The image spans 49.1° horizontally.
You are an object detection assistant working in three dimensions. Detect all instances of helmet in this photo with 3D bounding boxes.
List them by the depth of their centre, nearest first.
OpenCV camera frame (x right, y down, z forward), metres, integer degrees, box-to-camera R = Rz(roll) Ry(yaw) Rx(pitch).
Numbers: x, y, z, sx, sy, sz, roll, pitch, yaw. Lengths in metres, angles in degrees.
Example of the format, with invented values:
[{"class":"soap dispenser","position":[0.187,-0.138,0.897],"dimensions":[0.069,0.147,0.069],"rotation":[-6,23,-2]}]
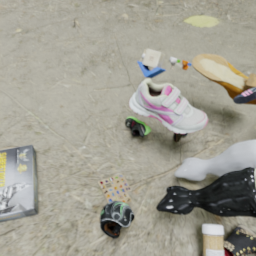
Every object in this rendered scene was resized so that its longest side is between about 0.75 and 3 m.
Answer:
[{"class":"helmet","position":[-0.333,2.670,8.376],"dimensions":[1.007,1.007,0.960],"rotation":[13,30,10]}]

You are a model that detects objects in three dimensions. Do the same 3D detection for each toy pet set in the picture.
[{"class":"toy pet set","position":[1.253,-2.356,10.910],"dimensions":[1.896,1.007,1.770],"rotation":[22,14,22]}]

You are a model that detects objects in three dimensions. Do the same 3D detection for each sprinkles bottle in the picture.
[{"class":"sprinkles bottle","position":[2.384,3.624,7.820],"dimensions":[0.595,0.595,1.745],"rotation":[2,74,2]}]

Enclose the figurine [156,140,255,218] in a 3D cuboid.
[{"class":"figurine","position":[2.469,1.497,8.268],"dimensions":[2.784,1.228,2.853],"rotation":[-15,15,32]}]

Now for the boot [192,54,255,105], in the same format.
[{"class":"boot","position":[3.699,-1.668,10.478],"dimensions":[2.696,1.930,0.949],"rotation":[29,84,25]}]

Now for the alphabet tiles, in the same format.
[{"class":"alphabet tiles","position":[-0.391,2.188,9.775],"dimensions":[0.974,0.044,1.165],"rotation":[-15,51,-24]}]

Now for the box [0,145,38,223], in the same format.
[{"class":"box","position":[-4.232,1.924,9.692],"dimensions":[2.026,0.618,2.558],"rotation":[-10,53,-7]}]

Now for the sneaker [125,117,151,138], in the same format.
[{"class":"sneaker","position":[0.253,-0.015,10.946],"dimensions":[0.626,0.573,1.494],"rotation":[-51,33,-10]}]

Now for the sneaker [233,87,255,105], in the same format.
[{"class":"sneaker","position":[3.956,-1.075,9.226],"dimensions":[0.978,0.343,0.401],"rotation":[-20,26,43]}]

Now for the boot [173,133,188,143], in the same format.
[{"class":"boot","position":[2.147,0.120,11.038],"dimensions":[0.649,0.500,1.340],"rotation":[11,40,1]}]

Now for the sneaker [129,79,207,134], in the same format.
[{"class":"sneaker","position":[1.326,-0.724,8.984],"dimensions":[2.629,1.160,1.069],"rotation":[21,50,7]}]

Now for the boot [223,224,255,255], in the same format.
[{"class":"boot","position":[3.477,3.543,8.056],"dimensions":[1.146,0.557,1.522],"rotation":[-22,36,-28]}]
